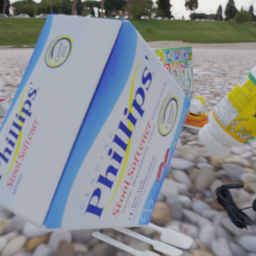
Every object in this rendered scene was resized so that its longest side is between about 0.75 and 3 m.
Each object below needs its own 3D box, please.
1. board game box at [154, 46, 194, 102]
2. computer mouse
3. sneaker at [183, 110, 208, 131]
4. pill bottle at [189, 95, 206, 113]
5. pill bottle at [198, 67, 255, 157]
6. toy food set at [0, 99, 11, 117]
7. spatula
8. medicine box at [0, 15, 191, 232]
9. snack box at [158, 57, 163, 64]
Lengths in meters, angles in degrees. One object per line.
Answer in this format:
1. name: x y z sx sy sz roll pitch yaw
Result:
1. board game box: 2.150 -2.286 12.801 1.791 2.661 0.387 -12 14 -23
2. computer mouse: 2.931 1.602 5.826 2.165 0.498 1.520 -7 16 -5
3. sneaker: 2.026 -0.452 10.823 2.086 0.805 0.761 6 22 20
4. pill bottle: 2.560 -0.858 10.423 0.502 0.502 0.890 10 27 26
5. pill bottle: 2.891 -0.316 7.130 1.271 2.254 1.271 27 33 -19
6. toy food set: -5.732 -1.004 11.920 1.112 1.048 2.329 8 22 21
7. spatula: 0.247 1.996 5.078 1.586 0.127 1.103 11 21 32
8. medicine box: -0.394 0.129 4.660 1.489 2.635 2.893 17 -7 31
9. snack box: 0.150 -2.146 12.303 2.926 0.356 1.052 -24 21 35
